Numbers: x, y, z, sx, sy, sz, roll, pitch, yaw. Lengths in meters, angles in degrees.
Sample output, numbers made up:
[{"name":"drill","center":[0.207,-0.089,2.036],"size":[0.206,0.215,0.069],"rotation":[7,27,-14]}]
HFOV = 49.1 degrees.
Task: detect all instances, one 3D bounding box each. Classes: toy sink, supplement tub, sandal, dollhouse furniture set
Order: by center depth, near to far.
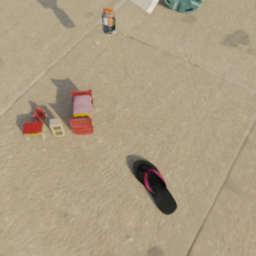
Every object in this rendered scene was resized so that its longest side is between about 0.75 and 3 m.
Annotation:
[{"name":"toy sink","center":[0.527,-3.896,8.276],"size":[1.105,0.720,0.619],"rotation":[44,23,27]},{"name":"sandal","center":[0.920,1.874,9.382],"size":[0.807,0.484,2.148],"rotation":[-28,63,-16]},{"name":"dollhouse furniture set","center":[-2.587,-0.487,10.481],"size":[2.612,1.062,1.405],"rotation":[-6,59,-3]},{"name":"supplement tub","center":[-0.740,-4.057,10.676],"size":[0.528,0.861,0.528],"rotation":[1,36,-1]}]

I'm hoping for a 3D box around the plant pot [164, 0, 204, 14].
[{"name":"plant pot","center":[3.148,-7.505,13.910],"size":[2.892,2.892,2.833],"rotation":[22,68,13]}]
